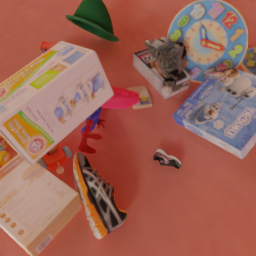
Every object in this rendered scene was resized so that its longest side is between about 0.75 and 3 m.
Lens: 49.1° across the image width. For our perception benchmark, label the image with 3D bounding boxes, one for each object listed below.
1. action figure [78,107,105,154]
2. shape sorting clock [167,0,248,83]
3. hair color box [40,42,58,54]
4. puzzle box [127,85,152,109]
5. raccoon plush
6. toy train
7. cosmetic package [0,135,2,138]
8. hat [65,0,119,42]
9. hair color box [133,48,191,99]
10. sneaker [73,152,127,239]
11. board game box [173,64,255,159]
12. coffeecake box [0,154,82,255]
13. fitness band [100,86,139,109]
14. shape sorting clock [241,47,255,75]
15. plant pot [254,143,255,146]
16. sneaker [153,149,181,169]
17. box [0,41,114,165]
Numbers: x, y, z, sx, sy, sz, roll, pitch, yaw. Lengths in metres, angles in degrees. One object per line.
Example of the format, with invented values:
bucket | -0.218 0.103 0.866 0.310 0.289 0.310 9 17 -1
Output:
action figure | -0.860 -0.464 7.519 0.658 0.832 2.545 10 43 -12
shape sorting clock | 2.290 -2.545 8.391 2.430 2.430 0.477 24 26 19
hair color box | -2.315 -2.538 9.231 0.991 0.503 0.304 8 70 10
puzzle box | 0.339 -0.936 8.480 0.573 0.110 0.862 -9 50 -9
raccoon plush | 0.892 -1.891 8.127 1.235 0.892 1.843 14 60 24
toy train | -2.705 0.621 6.771 2.365 0.658 1.776 -23 53 -19
cosmetic package | -3.511 -0.265 7.659 0.668 0.472 1.291 22 53 17
hat | -0.988 -4.350 9.586 2.272 2.000 1.882 19 8 -28
hair color box | 1.029 -1.821 8.913 0.914 0.560 1.846 -26 56 -20
sneaker | -0.691 1.365 6.122 0.760 0.770 1.968 -18 61 -18
board game box | 2.558 -0.539 7.069 2.044 0.443 2.034 -47 50 -11
coffeecake box | -2.140 1.545 5.956 1.808 0.661 1.388 30 55 23
fitness band | -0.598 -0.863 7.746 1.905 0.357 1.368 17 22 37
shape sorting clock | 4.922 -2.075 9.221 2.384 0.468 2.384 0 49 0
plant pot | 3.619 -0.045 7.097 1.087 1.056 1.063 -24 46 -5
sneaker | 0.935 0.833 6.866 0.752 0.302 0.324 27 59 34
box | -1.827 -0.657 6.357 1.426 1.285 2.535 27 62 40
